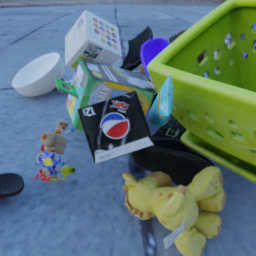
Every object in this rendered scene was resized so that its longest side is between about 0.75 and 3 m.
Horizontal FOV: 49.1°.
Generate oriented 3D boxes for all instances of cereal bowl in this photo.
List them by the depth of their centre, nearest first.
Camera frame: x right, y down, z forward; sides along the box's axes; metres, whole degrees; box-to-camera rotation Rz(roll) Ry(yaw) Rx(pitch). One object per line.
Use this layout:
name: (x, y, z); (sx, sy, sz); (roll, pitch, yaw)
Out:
cereal bowl: (-3.569, -2.075, 11.616); (2.275, 0.947, 2.275); (-19, 40, 16)

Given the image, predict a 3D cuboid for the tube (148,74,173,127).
tube: (0.604, -0.349, 4.839); (0.407, 0.626, 1.617); (-1, -10, 0)

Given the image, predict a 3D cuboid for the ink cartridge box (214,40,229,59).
ink cartridge box: (2.594, -2.445, 9.211); (0.990, 0.251, 1.124); (26, 76, 43)

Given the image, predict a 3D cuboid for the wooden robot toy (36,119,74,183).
wooden robot toy: (-1.894, 0.402, 6.641); (0.737, 0.759, 1.673); (3, 68, 23)

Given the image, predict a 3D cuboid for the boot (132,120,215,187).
boot: (1.488, 0.568, 7.265); (2.396, 0.902, 1.791); (20, 36, 34)

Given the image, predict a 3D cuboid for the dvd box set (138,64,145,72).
dvd box set: (1.604, -3.072, 13.620); (2.251, 0.331, 1.647); (0, -5, -1)

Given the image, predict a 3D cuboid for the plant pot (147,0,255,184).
plant pot: (2.574, -0.641, 5.566); (2.892, 2.637, 2.906); (-40, 42, -18)

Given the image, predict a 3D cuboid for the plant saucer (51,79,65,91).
plant saucer: (-3.353, -2.015, 12.663); (1.284, 0.235, 1.284); (1, 29, 0)

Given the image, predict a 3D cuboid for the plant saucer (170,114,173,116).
plant saucer: (2.274, -0.794, 9.857); (2.357, 0.347, 2.357); (3, 22, -1)

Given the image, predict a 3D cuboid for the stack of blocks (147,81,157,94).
stack of blocks: (0.638, -1.289, 10.743); (1.023, 0.299, 0.589); (-44, 39, -7)

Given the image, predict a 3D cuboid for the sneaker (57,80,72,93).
sneaker: (-2.291, -1.816, 11.984); (1.472, 0.574, 0.731); (12, 28, 18)

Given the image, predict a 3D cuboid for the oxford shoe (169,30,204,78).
oxford shoe: (2.083, -1.956, 8.546); (0.926, 2.194, 0.797); (-22, 7, 30)

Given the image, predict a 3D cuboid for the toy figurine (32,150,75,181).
toy figurine: (-1.647, 0.758, 5.910); (0.961, 0.576, 0.507); (-6, 16, 27)

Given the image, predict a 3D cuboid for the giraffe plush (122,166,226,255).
giraffe plush: (0.700, 1.414, 5.266); (1.900, 1.639, 1.540); (-4, 12, -43)

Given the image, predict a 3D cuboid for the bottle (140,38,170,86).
bottle: (1.091, -1.858, 9.012); (0.933, 1.194, 2.859); (-17, -7, 11)

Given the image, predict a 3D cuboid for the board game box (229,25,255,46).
board game box: (3.810, -2.508, 8.590); (1.190, 1.493, 0.723); (24, 71, 29)

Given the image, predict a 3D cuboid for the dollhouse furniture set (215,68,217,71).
dollhouse furniture set: (3.307, -1.810, 9.541); (0.645, 0.757, 0.369); (-12, -17, 36)

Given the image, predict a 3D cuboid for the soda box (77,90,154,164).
soda box: (-0.180, 0.085, 5.551); (1.012, 0.906, 2.861); (-18, -5, 0)

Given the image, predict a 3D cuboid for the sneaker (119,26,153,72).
sneaker: (0.202, -2.538, 9.321); (1.693, 0.883, 0.508); (-32, -10, 18)

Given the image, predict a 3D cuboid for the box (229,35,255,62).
box: (3.563, -1.371, 7.953); (1.207, 2.276, 1.391); (20, 58, 29)

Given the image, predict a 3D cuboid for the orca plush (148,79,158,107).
orca plush: (1.115, -1.818, 11.439); (1.563, 1.056, 2.970); (11, 31, 19)

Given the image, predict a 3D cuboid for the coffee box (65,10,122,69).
coffee box: (-1.138, -2.621, 8.979); (1.295, 1.309, 1.307); (17, 53, -36)

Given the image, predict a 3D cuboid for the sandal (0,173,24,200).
sandal: (-3.181, 1.428, 6.335); (2.075, 0.468, 0.779); (-7, 21, 19)

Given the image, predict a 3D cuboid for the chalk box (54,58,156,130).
chalk box: (-0.877, -0.924, 8.438); (2.687, 1.663, 1.672); (8, 28, -24)
